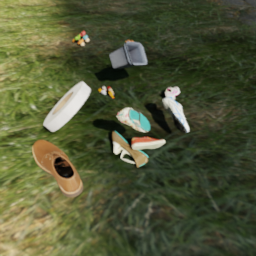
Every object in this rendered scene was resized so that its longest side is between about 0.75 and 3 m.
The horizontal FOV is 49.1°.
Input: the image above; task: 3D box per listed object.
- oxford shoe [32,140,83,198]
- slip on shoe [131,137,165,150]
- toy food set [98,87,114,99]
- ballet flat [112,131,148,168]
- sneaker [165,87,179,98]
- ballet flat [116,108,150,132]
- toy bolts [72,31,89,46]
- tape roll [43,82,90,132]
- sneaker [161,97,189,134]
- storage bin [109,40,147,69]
[{"bbox_3d":[-2.579,1.148,9.999,1.032,1.031,2.892,-33,51,-28],"label":"oxford shoe"},{"bbox_3d":[0.752,0.525,10.404,1.403,0.520,0.429,-2,62,-24],"label":"slip on shoe"},{"bbox_3d":[-1.004,-1.716,13.550,0.885,0.398,0.423,14,57,40],"label":"toy food set"},{"bbox_3d":[-0.113,0.856,10.666,1.920,0.651,0.695,37,78,26],"label":"ballet flat"},{"bbox_3d":[2.075,-1.715,13.248,0.447,0.485,1.100,-8,27,37],"label":"sneaker"},{"bbox_3d":[0.163,-0.242,8.711,0.506,1.584,0.599,-7,69,26],"label":"ballet flat"},{"bbox_3d":[-2.903,-5.427,17.372,0.943,0.654,0.901,-49,21,-27],"label":"toy bolts"},{"bbox_3d":[-2.202,-0.767,10.035,2.109,0.385,2.109,-38,24,20],"label":"tape roll"},{"bbox_3d":[1.910,-0.559,10.774,0.642,0.637,1.772,-21,56,-8],"label":"sneaker"},{"bbox_3d":[-0.060,-3.067,11.945,1.035,1.122,1.541,-14,5,29],"label":"storage bin"}]
